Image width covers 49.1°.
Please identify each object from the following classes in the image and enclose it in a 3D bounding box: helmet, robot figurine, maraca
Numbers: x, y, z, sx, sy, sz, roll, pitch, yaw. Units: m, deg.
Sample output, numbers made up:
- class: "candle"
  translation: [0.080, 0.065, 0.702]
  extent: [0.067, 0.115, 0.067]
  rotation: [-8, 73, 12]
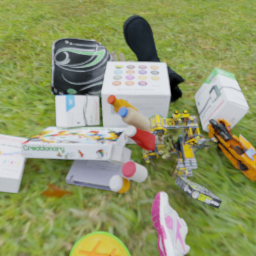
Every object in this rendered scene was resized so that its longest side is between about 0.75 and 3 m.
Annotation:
- class: "helmet"
  translation: [-1.631, -2.056, 10.314]
  extent: [2.303, 2.415, 2.415]
  rotation: [2, 39, -15]
- class: "robot figurine"
  translation: [3.023, 0.528, 8.025]
  extent: [0.581, 1.446, 1.995]
  rotation: [-33, 57, -3]
- class: "maraca"
  translation: [-0.443, 2.943, 5.356]
  extent: [1.261, 0.984, 1.839]
  rotation: [-24, 73, -4]

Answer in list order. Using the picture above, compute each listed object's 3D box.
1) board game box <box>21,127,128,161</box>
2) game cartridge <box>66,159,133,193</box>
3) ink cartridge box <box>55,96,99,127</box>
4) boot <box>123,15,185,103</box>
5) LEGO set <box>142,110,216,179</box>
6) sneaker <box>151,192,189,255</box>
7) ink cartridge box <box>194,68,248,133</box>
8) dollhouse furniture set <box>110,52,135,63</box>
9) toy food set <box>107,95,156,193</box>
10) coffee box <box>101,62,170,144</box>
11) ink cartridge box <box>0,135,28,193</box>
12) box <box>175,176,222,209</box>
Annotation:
- class: "board game box"
  translation: [-1.427, 0.400, 7.940]
  extent: [2.575, 0.446, 1.626]
  rotation: [1, 16, 11]
- class: "game cartridge"
  translation: [-0.766, 1.241, 7.985]
  extent: [1.718, 0.330, 1.114]
  rotation: [8, 36, 9]
- class: "ink cartridge box"
  translation: [-1.446, -0.539, 8.874]
  extent: [0.542, 0.941, 1.625]
  rotation: [1, 5, 42]
- class: "boot"
  translation: [1.031, -2.511, 10.386]
  extent: [1.105, 2.893, 2.431]
  rotation: [-32, 48, -4]
- class: "LEGO set"
  translation: [1.192, 0.642, 7.519]
  extent: [1.651, 2.147, 1.244]
  rotation: [2, 57, -12]
- class: "sneaker"
  translation: [0.959, 2.198, 6.337]
  extent: [0.660, 0.608, 1.496]
  rotation: [-4, 72, -16]
- class: "ink cartridge box"
  translation: [3.051, -0.871, 9.405]
  extent: [0.803, 1.394, 1.910]
  rotation: [18, 40, -14]
- class: "dollhouse furniture set"
  translation: [-0.203, -2.898, 11.806]
  extent: [1.420, 0.813, 1.665]
  rotation: [-3, 22, 37]
- class: "toy food set"
  translation: [-0.076, 0.319, 5.999]
  extent: [0.976, 0.920, 2.045]
  rotation: [-2, 68, 38]
- class: "coffee box"
  translation: [0.231, -0.827, 9.094]
  extent: [1.951, 1.954, 1.932]
  rotation: [2, 41, 2]
- class: "ink cartridge box"
  translation: [-3.497, 0.827, 7.970]
  extent: [1.108, 0.653, 1.925]
  rotation: [11, 38, -15]
- class: "box"
  translation: [1.707, 1.574, 6.916]
  extent: [0.817, 0.226, 1.020]
  rotation: [24, 3, -12]
